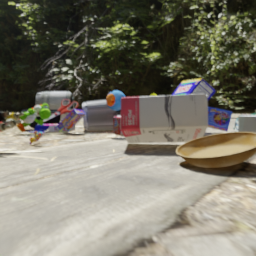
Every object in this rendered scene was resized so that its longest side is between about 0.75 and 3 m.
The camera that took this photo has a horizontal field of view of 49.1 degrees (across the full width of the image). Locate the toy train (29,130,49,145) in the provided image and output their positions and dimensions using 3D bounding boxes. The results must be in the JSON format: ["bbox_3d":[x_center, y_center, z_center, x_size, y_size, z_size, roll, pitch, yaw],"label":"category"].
[{"bbox_3d":[-2.752,0.228,8.506,0.777,0.216,0.584,-35,5,43],"label":"toy train"}]

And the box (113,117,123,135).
[{"bbox_3d":[0.202,-0.122,11.725,1.521,0.726,0.758,-2,5,-24],"label":"box"}]

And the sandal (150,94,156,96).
[{"bbox_3d":[0.938,-0.773,12.751,0.724,0.661,1.663,23,-51,-33],"label":"sandal"}]

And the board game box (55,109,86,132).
[{"bbox_3d":[-2.418,-0.297,11.820,1.161,0.260,0.780,-42,-13,15],"label":"board game box"}]

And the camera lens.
[{"bbox_3d":[-5.829,-1.783,22.639,2.846,2.276,2.276,-1,5,-6],"label":"camera lens"}]

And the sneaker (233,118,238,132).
[{"bbox_3d":[4.724,-0.106,11.714,0.531,0.591,1.369,8,12,4],"label":"sneaker"}]

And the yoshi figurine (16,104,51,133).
[{"bbox_3d":[-3.885,-0.447,11.689,1.552,0.869,0.872,-38,9,-27],"label":"yoshi figurine"}]

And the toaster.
[{"bbox_3d":[-1.326,-0.584,13.316,1.662,1.462,2.573,-5,10,-10],"label":"toaster"}]

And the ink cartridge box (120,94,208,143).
[{"bbox_3d":[1.010,-0.204,7.969,2.282,0.945,1.672,-1,-17,7],"label":"ink cartridge box"}]

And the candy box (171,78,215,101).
[{"bbox_3d":[2.367,-0.965,12.241,0.908,2.358,1.994,41,-5,-12],"label":"candy box"}]

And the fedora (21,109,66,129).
[{"bbox_3d":[-4.173,-0.422,13.879,2.148,0.981,2.148,1,5,0],"label":"fedora"}]

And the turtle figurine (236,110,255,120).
[{"bbox_3d":[6.367,-0.408,13.325,2.374,1.195,1.777,-10,9,-32],"label":"turtle figurine"}]

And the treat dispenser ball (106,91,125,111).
[{"bbox_3d":[-0.466,-1.040,10.755,0.764,0.764,0.764,0,5,0],"label":"treat dispenser ball"}]

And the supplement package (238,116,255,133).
[{"bbox_3d":[4.242,0.021,9.203,1.116,0.847,0.840,2,5,26],"label":"supplement package"}]

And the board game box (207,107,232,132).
[{"bbox_3d":[3.816,-0.407,12.320,1.295,0.870,0.290,15,-20,20],"label":"board game box"}]

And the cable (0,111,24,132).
[{"bbox_3d":[-3.744,0.046,7.249,2.088,0.526,1.014,-18,22,20],"label":"cable"}]

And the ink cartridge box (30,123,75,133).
[{"bbox_3d":[-3.464,-0.001,12.821,0.957,0.375,2.021,4,8,35],"label":"ink cartridge box"}]

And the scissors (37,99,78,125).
[{"bbox_3d":[-3.109,-0.638,12.660,0.812,0.155,2.221,27,45,9],"label":"scissors"}]

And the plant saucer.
[{"bbox_3d":[1.842,0.453,5.655,1.719,0.304,1.719,-12,9,2],"label":"plant saucer"}]
